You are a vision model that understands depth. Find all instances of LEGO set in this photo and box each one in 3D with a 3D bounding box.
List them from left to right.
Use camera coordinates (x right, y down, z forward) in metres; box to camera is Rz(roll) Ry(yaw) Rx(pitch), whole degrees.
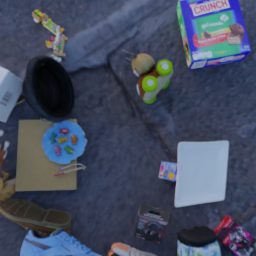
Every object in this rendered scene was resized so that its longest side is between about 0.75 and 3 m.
[{"bbox_3d":[-2.775,-3.397,9.928,1.018,0.824,2.213,-16,82,-2],"label":"LEGO set"}]

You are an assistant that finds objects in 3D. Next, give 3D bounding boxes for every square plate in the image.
[{"bbox_3d":[2.329,1.426,8.992,2.013,0.289,2.032,0,96,-25],"label":"square plate"}]

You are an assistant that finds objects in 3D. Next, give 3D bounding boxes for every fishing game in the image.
[{"bbox_3d":[-2.133,0.476,9.329,1.495,0.325,2.088,-13,79,-3],"label":"fishing game"}]

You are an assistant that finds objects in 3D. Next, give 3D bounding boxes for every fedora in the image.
[{"bbox_3d":[-2.808,-1.216,9.376,1.033,2.261,2.261,-11,80,32],"label":"fedora"}]

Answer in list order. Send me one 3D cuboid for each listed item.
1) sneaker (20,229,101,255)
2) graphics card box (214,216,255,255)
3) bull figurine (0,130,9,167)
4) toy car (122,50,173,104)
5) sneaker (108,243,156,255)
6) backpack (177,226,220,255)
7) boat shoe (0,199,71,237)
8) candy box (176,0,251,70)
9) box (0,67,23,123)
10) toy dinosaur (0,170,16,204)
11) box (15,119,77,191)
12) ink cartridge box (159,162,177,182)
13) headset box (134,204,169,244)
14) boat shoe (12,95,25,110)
[{"bbox_3d":[-1.695,3.504,7.939,2.857,0.942,1.120,4,68,12],"label":"sneaker"},{"bbox_3d":[3.534,3.627,9.161,1.298,0.330,0.814,41,85,5],"label":"graphics card box"},{"bbox_3d":[-4.296,0.639,8.776,0.615,1.889,1.147,16,53,-1],"label":"bull figurine"},{"bbox_3d":[0.462,-1.912,9.425,1.777,1.460,1.402,41,83,10],"label":"toy car"},{"bbox_3d":[0.359,4.644,8.851,2.271,0.881,1.272,19,88,10],"label":"sneaker"},{"bbox_3d":[2.176,4.133,8.643,1.411,1.330,1.730,5,101,-33],"label":"backpack"},{"bbox_3d":[-3.022,2.999,8.957,2.394,0.861,0.814,14,115,11],"label":"boat shoe"},{"bbox_3d":[2.941,-3.487,9.883,2.049,0.933,2.423,-10,81,0],"label":"candy box"},{"bbox_3d":[-5.030,-1.465,9.290,2.526,1.231,1.571,25,83,11],"label":"box"},{"bbox_3d":[-3.979,1.958,9.366,2.388,0.721,1.268,-42,100,-16],"label":"toy dinosaur"},{"bbox_3d":[-2.747,0.898,9.496,1.973,0.257,2.414,-1,79,-4],"label":"box"},{"bbox_3d":[1.486,1.465,9.267,0.850,0.325,0.580,6,81,37],"label":"ink cartridge box"},{"bbox_3d":[0.732,2.964,8.726,0.928,0.468,1.249,13,125,7],"label":"headset box"},{"bbox_3d":[-3.953,-0.877,9.847,0.876,0.284,0.321,-25,64,1],"label":"boat shoe"}]
